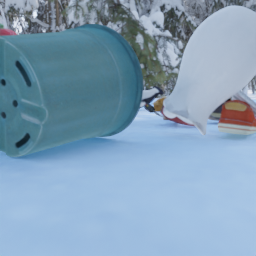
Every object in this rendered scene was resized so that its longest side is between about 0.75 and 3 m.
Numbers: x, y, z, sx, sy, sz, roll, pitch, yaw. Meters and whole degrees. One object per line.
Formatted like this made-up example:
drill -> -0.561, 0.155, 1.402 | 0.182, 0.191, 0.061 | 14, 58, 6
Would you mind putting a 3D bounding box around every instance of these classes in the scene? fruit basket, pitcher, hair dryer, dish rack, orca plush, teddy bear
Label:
fruit basket -> -3.104, -1.479, 6.553 | 1.304, 2.783, 2.578 | -5, 2, -18
pitcher -> 1.569, -1.122, 5.692 | 1.401, 2.312, 1.983 | 33, 2, -12
hair dryer -> 1.318, -0.375, 7.652 | 1.216, 0.434, 1.597 | 17, 7, -36
dish rack -> 2.831, -0.653, 6.845 | 0.905, 0.230, 1.055 | 39, 25, 2
orca plush -> 0.296, -1.420, 14.181 | 2.899, 1.525, 1.031 | -31, -19, -28
teddy bear -> 2.275, -1.111, 13.127 | 1.590, 0.732, 2.194 | -4, 8, -43

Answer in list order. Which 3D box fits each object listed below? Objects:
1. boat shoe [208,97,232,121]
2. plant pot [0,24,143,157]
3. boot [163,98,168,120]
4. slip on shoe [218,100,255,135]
boat shoe -> 3.041, -0.630, 8.296 | 1.975, 0.724, 0.736 | -6, 15, -37
plant pot -> -1.160, -0.601, 4.413 | 2.103, 2.103, 2.060 | 4, 16, 30
boot -> 1.460, -0.602, 8.909 | 0.359, 0.727, 0.937 | -4, 8, -31
slip on shoe -> 2.401, -0.255, 6.070 | 0.822, 0.679, 2.218 | 8, 5, 26
